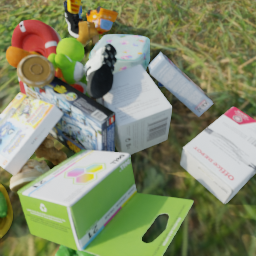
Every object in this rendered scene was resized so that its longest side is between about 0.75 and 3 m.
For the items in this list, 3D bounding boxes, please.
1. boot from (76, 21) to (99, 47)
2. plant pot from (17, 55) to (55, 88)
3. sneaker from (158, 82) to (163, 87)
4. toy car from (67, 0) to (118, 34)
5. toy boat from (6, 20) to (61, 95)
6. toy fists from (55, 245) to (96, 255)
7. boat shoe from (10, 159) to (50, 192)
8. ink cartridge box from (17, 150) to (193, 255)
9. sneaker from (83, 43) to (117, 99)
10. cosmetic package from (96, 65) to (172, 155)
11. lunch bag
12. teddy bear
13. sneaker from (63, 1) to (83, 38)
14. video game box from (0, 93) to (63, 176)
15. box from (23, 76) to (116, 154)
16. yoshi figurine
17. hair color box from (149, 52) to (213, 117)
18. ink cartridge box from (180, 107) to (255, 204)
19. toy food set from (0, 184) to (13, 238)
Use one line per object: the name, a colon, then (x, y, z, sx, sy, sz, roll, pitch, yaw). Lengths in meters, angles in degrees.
boot: (-1.856, -3.717, 11.161, 1.327, 0.467, 0.950, -17, 91, -19)
plant pot: (-2.301, -1.447, 7.010, 0.907, 0.125, 0.907, 4, 73, -14)
sneaker: (1.201, -1.601, 9.442, 0.440, 0.790, 0.303, -19, 86, -40)
toy car: (-1.654, -4.376, 10.977, 1.441, 0.977, 2.937, 10, 10, 34)
toy boat: (-3.034, -2.132, 8.779, 1.725, 1.728, 2.644, -16, 81, 21)
toy fists: (-0.392, 3.076, 5.798, 2.528, 0.869, 1.289, 26, 72, 16)
boat shoe: (-2.396, 1.086, 6.811, 0.683, 1.853, 0.641, -23, 85, -2)
ink cartridge box: (-0.405, 1.451, 5.865, 2.918, 1.105, 2.157, 1, 21, 33)
sneaker: (-0.859, -1.441, 7.629, 0.829, 0.694, 1.874, -16, 44, 33)
cosmetic package: (0.096, -0.508, 8.209, 1.567, 1.565, 1.899, -21, 54, -14)
lunch bag: (-0.190, -2.487, 9.884, 1.959, 0.942, 2.443, 8, 39, 9)
teddy bear: (-2.255, 0.594, 7.551, 0.976, 1.346, 0.449, 1, 49, 38)
sneaker: (-2.316, -4.712, 11.806, 0.713, 1.092, 1.951, -21, 55, -14)
video game box: (-2.794, 0.062, 7.075, 1.702, 0.437, 1.868, 20, 67, 36)
box: (-1.626, -0.253, 7.723, 2.922, 2.001, 0.583, 32, 52, 22)
yoshi figurine: (-1.381, -1.791, 8.467, 1.410, 2.508, 1.404, -31, 65, 11)
hair color box: (1.579, -1.338, 8.565, 2.035, 0.617, 1.007, 39, 20, -16)
ink cartridge box: (2.769, 0.682, 7.670, 2.238, 0.933, 1.626, -35, 60, -22)
toy food set: (-3.712, 1.813, 6.961, 1.238, 0.687, 2.104, -25, 56, -18)
